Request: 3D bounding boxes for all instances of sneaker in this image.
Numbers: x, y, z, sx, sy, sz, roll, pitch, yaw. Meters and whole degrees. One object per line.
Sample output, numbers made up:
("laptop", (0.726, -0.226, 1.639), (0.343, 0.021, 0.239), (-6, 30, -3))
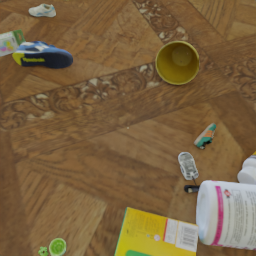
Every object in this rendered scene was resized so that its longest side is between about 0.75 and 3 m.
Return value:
("sneaker", (-3.774, -5.172, 12.243), (1.153, 0.466, 0.441), (2, 57, 2))
("sneaker", (2.443, 0.273, 8.572), (0.387, 0.346, 0.969), (40, 68, 18))
("sneaker", (-3.101, -2.792, 10.398), (2.207, 0.816, 0.908), (7, 54, 4))

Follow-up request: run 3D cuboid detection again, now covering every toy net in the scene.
("toy net", (-1.667, 3.323, 6.478), (0.716, 0.264, 1.365), (-16, 57, -11))

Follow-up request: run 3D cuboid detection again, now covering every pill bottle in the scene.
("pill bottle", (3.048, 2.099, 6.592), (2.602, 1.475, 1.475), (5, 55, 3))
("pill bottle", (3.835, 1.019, 7.659), (1.720, 0.940, 0.940), (-32, 61, -21))

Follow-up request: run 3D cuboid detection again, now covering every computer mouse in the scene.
("computer mouse", (1.765, 1.254, 7.933), (0.650, 0.260, 1.186), (-13, 62, -3))

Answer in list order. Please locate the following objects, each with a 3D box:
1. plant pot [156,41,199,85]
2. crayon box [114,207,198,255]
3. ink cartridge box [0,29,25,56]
("plant pot", (1.818, -2.405, 9.898), (1.479, 1.479, 1.050), (18, 33, 12))
("crayon box", (0.436, 3.393, 6.018), (1.735, 0.851, 2.922), (13, 55, 6))
("ink cartridge box", (-4.625, -3.257, 10.787), (1.300, 0.675, 0.386), (-22, 58, -15))
